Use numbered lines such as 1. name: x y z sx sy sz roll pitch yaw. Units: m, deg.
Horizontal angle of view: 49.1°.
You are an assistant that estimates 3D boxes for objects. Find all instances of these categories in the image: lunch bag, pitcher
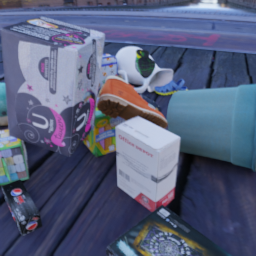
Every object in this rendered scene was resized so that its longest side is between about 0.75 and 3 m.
1. lunch bag: -1.559 -2.808 14.070 2.194 1.758 0.829 -19 34 -30
2. pitcher: 0.386 -2.871 14.340 2.552 1.803 2.975 -27 51 -31

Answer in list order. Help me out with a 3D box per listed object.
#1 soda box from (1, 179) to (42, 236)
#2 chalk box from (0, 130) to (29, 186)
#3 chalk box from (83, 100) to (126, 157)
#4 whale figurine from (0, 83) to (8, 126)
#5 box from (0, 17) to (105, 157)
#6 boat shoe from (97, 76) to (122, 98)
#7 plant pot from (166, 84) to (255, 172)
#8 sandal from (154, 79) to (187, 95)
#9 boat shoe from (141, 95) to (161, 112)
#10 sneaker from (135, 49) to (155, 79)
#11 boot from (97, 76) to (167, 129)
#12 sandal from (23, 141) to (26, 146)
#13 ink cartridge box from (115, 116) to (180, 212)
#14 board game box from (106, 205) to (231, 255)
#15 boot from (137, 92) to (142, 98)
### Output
1. soda box: -2.725 1.978 7.135 0.543 0.486 1.533 -18 35 -31
2. chalk box: -3.581 0.913 8.125 1.142 1.147 1.844 -11 24 -18
3. chalk box: -0.840 -0.249 9.431 1.217 1.963 1.225 -16 34 -27
4. whale figurine: -5.582 -0.966 11.185 2.859 1.483 2.274 -6 31 -10
5. box: -1.820 -1.004 7.016 1.876 2.839 1.629 18 35 9
6. boat shoe: -0.896 -1.624 12.865 1.023 0.917 2.763 8 32 13
7. plant pot: 2.753 -0.149 8.924 2.651 2.706 2.706 6 30 24
8. sandal: 2.114 -2.023 13.773 1.680 0.731 0.668 -4 32 -4
9. boat shoe: 0.658 -1.063 12.160 0.606 0.726 1.946 -21 42 -34
10. sneaker: 0.668 -2.514 11.499 0.727 0.793 1.862 2 38 -6
11. boot: 0.216 -0.682 7.952 2.196 0.824 1.178 26 46 -24
12. sandal: -3.114 -0.537 9.454 0.643 2.685 1.009 18 24 -10
13. ink cartridge box: 0.468 0.938 7.322 0.852 2.055 1.509 -27 41 -36
14. board game box: 1.089 2.870 5.719 1.834 0.382 2.712 -24 38 -35
15. boot: 0.657 -0.593 9.732 1.115 0.591 1.694 34 -5 8
